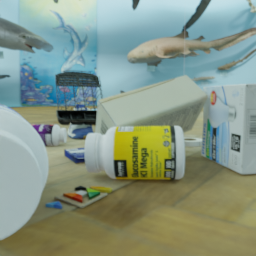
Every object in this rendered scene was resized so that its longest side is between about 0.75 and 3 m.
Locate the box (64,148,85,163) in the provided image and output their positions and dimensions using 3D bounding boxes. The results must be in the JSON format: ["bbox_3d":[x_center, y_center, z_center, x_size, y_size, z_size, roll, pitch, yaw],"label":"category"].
[{"bbox_3d":[-1.240,0.771,7.840,0.797,0.213,1.315,-4,7,-27],"label":"box"}]

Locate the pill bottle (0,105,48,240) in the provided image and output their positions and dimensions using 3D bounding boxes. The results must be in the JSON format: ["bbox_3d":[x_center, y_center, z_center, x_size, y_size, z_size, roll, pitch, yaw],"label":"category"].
[{"bbox_3d":[-2.130,0.489,4.194,1.666,1.666,2.969,-3,8,-24],"label":"pill bottle"}]

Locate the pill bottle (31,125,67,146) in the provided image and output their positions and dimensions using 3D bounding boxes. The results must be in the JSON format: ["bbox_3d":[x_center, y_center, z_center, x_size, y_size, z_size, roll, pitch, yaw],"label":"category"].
[{"bbox_3d":[-2.884,0.259,9.866,1.347,0.757,0.757,0,7,0],"label":"pill bottle"}]

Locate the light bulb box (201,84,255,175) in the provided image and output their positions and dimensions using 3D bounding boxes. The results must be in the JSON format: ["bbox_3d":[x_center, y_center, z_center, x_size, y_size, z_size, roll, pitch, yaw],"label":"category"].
[{"bbox_3d":[2.915,-0.084,7.170,1.298,2.062,2.080,-1,6,-11],"label":"light bulb box"}]

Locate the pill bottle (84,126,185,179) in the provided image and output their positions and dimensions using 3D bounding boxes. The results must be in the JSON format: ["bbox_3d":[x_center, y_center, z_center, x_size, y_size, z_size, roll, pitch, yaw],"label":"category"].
[{"bbox_3d":[0.145,0.533,6.006,2.015,1.133,1.133,-1,7,5],"label":"pill bottle"}]

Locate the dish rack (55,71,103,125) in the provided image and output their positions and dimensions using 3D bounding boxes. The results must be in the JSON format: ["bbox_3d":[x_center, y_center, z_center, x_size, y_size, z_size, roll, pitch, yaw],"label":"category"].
[{"bbox_3d":[-2.001,-1.389,11.883,2.241,2.921,0.797,0,-30,-20],"label":"dish rack"}]

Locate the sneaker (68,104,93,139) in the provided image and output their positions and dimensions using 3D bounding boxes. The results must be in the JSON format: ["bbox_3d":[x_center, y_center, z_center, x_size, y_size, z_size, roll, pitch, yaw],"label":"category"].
[{"bbox_3d":[-2.136,-0.343,12.309,1.064,1.246,2.826,0,15,-17],"label":"sneaker"}]

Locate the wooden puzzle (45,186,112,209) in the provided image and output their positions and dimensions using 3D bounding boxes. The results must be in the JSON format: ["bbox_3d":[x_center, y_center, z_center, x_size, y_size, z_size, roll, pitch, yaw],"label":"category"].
[{"bbox_3d":[-0.815,1.169,4.888,0.761,0.132,1.129,3,8,24],"label":"wooden puzzle"}]

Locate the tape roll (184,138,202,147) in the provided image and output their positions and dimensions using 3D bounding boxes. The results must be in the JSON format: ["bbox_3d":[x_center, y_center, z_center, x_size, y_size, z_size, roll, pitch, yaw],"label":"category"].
[{"bbox_3d":[2.227,0.510,10.201,1.001,0.183,1.001,0,6,0],"label":"tape roll"}]

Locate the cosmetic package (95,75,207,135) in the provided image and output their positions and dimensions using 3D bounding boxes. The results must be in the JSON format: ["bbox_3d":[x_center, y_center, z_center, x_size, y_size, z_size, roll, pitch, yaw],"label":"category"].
[{"bbox_3d":[0.605,-0.308,7.655,2.837,1.469,1.037,-20,56,-27],"label":"cosmetic package"}]
